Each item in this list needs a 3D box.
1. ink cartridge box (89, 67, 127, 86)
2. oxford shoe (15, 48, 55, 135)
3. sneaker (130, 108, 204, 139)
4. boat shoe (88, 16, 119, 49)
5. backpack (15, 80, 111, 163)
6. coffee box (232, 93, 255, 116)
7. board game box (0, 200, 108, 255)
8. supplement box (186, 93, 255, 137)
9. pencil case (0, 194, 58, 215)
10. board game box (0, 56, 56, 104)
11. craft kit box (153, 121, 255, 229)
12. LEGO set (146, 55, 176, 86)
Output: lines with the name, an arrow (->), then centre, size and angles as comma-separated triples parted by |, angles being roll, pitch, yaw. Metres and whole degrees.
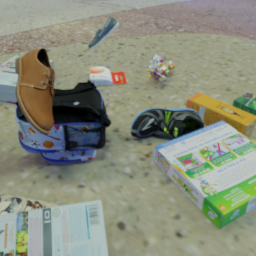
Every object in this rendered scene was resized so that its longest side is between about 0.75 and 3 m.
ink cartridge box -> -1.001, -2.548, 13.571 | 1.737, 0.435, 1.409 | -7, 36, -5
oxford shoe -> -1.850, -0.861, 5.872 | 0.756, 0.756, 2.121 | -28, 64, 18
sneaker -> 1.387, -0.112, 9.690 | 2.677, 0.949, 1.109 | -6, 29, -13
boat shoe -> -0.866, -3.017, 8.890 | 1.241, 0.383, 0.452 | -39, 26, 12
backpack -> -2.108, -0.212, 8.804 | 2.668, 2.158, 2.801 | 3, 27, -16
coffee box -> 5.215, -0.792, 11.128 | 1.081, 0.386, 1.757 | -25, 43, -31
board game box -> -1.790, 2.691, 5.170 | 2.894, 0.930, 2.135 | -5, 59, -8
supplement box -> 3.347, -0.449, 10.306 | 0.814, 0.842, 2.447 | -29, 43, -34
pencil case -> -2.640, 2.098, 6.630 | 2.250, 0.875, 1.006 | 8, 13, 11
board game box -> -4.975, -2.275, 12.756 | 2.142, 0.933, 2.903 | 11, 38, 14
craft kit box -> 2.751, 1.112, 8.268 | 2.947, 0.715, 2.911 | -18, 37, -24
LEGO set -> 1.734, -2.593, 13.250 | 0.946, 1.169, 2.542 | 38, 19, 20
